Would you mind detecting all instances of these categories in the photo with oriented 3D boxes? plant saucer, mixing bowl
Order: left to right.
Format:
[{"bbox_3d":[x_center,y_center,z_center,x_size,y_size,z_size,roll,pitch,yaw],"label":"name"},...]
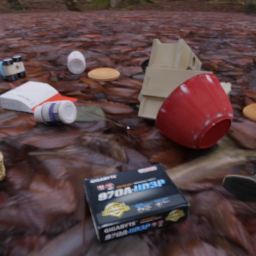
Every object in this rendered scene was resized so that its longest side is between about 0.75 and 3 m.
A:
[{"bbox_3d":[-1.248,-2.766,14.369,1.622,0.262,1.622,1,28,0],"label":"plant saucer"},{"bbox_3d":[2.052,-0.249,7.886,2.301,2.301,1.246,-17,50,-28],"label":"mixing bowl"},{"bbox_3d":[4.934,-0.565,10.209,1.381,0.258,1.381,-1,28,0],"label":"plant saucer"}]

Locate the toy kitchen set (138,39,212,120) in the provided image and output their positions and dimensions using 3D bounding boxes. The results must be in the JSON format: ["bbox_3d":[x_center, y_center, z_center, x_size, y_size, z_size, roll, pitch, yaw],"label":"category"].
[{"bbox_3d":[2.090,-1.412,10.060,2.231,2.735,2.467,11,-2,30],"label":"toy kitchen set"}]

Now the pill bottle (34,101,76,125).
[{"bbox_3d":[-2.479,-0.493,9.391,1.360,0.755,0.755,-1,24,31],"label":"pill bottle"}]

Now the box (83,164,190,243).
[{"bbox_3d":[0.117,1.524,6.025,1.907,0.439,1.516,-9,29,-15],"label":"box"}]

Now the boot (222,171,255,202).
[{"bbox_3d":[2.907,1.246,6.595,1.448,0.561,1.002,16,25,3],"label":"boot"}]

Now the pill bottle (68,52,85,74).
[{"bbox_3d":[-2.808,-3.563,15.166,0.910,0.910,1.605,-5,28,-9],"label":"pill bottle"}]

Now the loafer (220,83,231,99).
[{"bbox_3d":[3.602,-1.277,11.025,0.767,0.850,2.247,8,20,18],"label":"loafer"}]

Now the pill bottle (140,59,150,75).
[{"bbox_3d":[1.058,-2.397,12.261,0.650,1.162,0.650,-21,40,18],"label":"pill bottle"}]

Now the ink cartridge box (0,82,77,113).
[{"bbox_3d":[-3.507,-1.203,11.124,2.323,0.663,1.888,6,28,20],"label":"ink cartridge box"}]

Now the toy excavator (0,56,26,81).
[{"bbox_3d":[-6.186,-3.127,14.460,2.003,1.001,1.948,2,25,23],"label":"toy excavator"}]

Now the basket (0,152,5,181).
[{"bbox_3d":[-3.756,0.674,6.967,1.053,1.099,1.475,-23,35,-36],"label":"basket"}]

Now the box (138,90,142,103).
[{"bbox_3d":[1.475,-1.416,10.977,2.122,0.872,0.725,-21,62,-32],"label":"box"}]
